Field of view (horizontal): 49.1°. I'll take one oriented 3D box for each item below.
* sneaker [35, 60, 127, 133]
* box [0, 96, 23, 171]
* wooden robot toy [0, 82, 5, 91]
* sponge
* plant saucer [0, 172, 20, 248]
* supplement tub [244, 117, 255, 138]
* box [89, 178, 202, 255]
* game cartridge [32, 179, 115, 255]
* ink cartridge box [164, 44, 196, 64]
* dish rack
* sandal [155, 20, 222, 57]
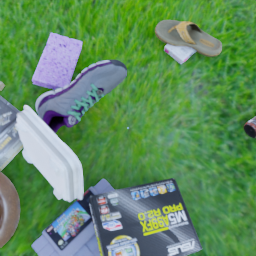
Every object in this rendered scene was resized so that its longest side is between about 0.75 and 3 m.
[{"bbox_3d":[-1.200,-0.674,7.530,2.881,1.072,1.261,-27,54,19],"label":"sneaker"},{"bbox_3d":[-3.944,0.265,7.853,1.786,0.545,2.256,36,75,12],"label":"box"},{"bbox_3d":[-4.429,-1.607,8.478,1.332,0.604,0.587,38,75,13],"label":"wooden robot toy"},{"bbox_3d":[-2.140,-2.027,8.603,1.030,0.275,1.846,15,64,-8],"label":"sponge"},{"bbox_3d":[-3.926,2.109,7.013,2.309,0.398,2.309,0,86,-2],"label":"plant saucer"},{"bbox_3d":[3.819,-0.144,8.016,0.932,0.498,0.498,-32,74,-14],"label":"supplement tub"},{"bbox_3d":[0.361,2.331,6.732,2.294,0.508,1.838,-8,59,-17],"label":"box"},{"bbox_3d":[-1.032,2.649,7.118,2.443,0.469,1.584,-42,80,-13],"label":"game cartridge"},{"bbox_3d":[1.880,-2.716,9.045,1.286,0.270,0.767,-43,76,-11],"label":"ink cartridge box"},{"bbox_3d":[-1.989,0.735,6.800,0.498,1.965,2.289,-33,62,-30],"label":"dish rack"},{"bbox_3d":[1.915,-2.887,8.667,2.162,0.584,0.868,23,72,7],"label":"sandal"}]
